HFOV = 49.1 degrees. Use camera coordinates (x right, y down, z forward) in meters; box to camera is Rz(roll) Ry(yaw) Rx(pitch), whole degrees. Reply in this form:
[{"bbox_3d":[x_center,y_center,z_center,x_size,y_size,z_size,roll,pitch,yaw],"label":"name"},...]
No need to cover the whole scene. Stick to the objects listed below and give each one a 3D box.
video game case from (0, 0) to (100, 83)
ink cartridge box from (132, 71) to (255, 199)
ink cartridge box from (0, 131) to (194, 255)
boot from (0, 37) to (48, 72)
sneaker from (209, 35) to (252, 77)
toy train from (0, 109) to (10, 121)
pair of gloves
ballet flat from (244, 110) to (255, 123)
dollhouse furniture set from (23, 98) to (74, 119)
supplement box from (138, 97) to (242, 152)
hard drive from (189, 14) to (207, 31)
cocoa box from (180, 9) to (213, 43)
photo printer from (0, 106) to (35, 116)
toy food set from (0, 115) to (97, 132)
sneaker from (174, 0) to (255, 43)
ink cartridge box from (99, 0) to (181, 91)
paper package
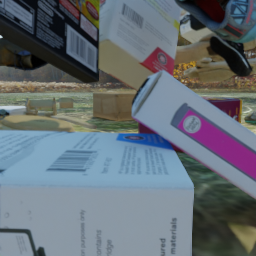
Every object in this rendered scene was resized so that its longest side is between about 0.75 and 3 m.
[{"bbox_3d":[-1.217,-2.315,4.393,0.359,2.542,2.813,-3,-8,21],"label":"video game case"},{"bbox_3d":[1.147,0.337,2.532,2.484,0.461,1.176,31,8,-4],"label":"ink cartridge box"},{"bbox_3d":[-0.667,0.537,2.079,2.028,0.855,1.480,0,9,3],"label":"ink cartridge box"},{"bbox_3d":[-3.331,-2.118,8.099,1.112,0.857,2.294,25,34,34],"label":"boot"},{"bbox_3d":[2.143,-1.510,5.520,0.501,1.145,0.434,-22,-30,-12],"label":"sneaker"},{"bbox_3d":[-4.279,-0.333,8.970,0.906,0.516,0.386,2,-23,-19],"label":"toy train"},{"bbox_3d":[2.584,-2.079,8.338,2.387,0.492,2.807,-8,-14,27],"label":"pair of gloves"},{"bbox_3d":[4.804,-0.462,8.961,0.796,0.796,2.214,-6,11,-35],"label":"ballet flat"},{"bbox_3d":[-2.466,-0.297,8.865,1.475,0.820,1.304,-1,33,-12],"label":"dollhouse furniture set"},{"bbox_3d":[1.455,-0.182,6.351,2.274,0.974,1.255,-8,12,-42],"label":"supplement box"},{"bbox_3d":[2.355,-3.247,6.210,0.367,1.558,2.233,2,-3,-42],"label":"hard drive"},{"bbox_3d":[2.910,-3.632,9.592,2.079,1.365,1.387,14,-21,-40],"label":"cocoa box"},{"bbox_3d":[-4.220,-0.510,10.065,1.429,0.496,1.189,4,11,30],"label":"photo printer"},{"bbox_3d":[-2.165,0.087,6.617,1.860,0.541,2.695,15,11,35],"label":"toy food set"},{"bbox_3d":[1.316,-2.777,5.040,1.371,2.871,1.138,-14,-27,-38],"label":"sneaker"},{"bbox_3d":[0.197,-2.773,7.148,2.151,2.964,1.236,24,-22,-38],"label":"ink cartridge box"},{"bbox_3d":[-0.215,-0.903,10.996,1.843,1.000,1.933,-6,10,-34],"label":"paper package"}]
